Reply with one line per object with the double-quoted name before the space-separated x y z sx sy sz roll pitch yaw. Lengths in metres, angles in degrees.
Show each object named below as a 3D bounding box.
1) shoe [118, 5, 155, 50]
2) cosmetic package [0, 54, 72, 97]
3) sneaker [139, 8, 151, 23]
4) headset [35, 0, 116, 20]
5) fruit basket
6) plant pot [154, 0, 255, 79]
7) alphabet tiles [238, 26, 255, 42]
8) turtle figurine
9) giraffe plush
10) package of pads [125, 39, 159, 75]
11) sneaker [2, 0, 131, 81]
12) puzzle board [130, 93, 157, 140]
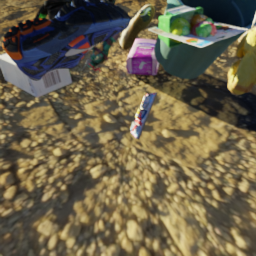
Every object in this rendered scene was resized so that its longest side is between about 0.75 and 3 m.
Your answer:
"shoe" 0.229 -3.647 10.003 0.674 1.927 0.514 -9 63 -42
"cosmetic package" -2.703 -1.668 7.970 1.123 0.789 2.214 -31 38 -32
"sneaker" 0.524 -3.434 8.553 0.298 0.339 0.801 -7 29 24
"headset" -1.752 -3.366 8.972 1.834 2.970 1.396 59 28 1
"fruit basket" 1.508 -2.209 6.176 1.509 0.764 1.629 -25 35 -26
"plant pot" 2.192 -3.161 8.912 2.778 2.721 2.778 5 64 -11
"alphabet tiles" 4.146 -3.875 9.499 0.093 2.936 2.443 -2 56 7
"turtle figurine" -0.894 -2.292 8.318 1.503 0.757 1.125 -48 47 5
"giraffe plush" 2.967 -1.371 5.590 1.413 1.743 1.504 17 36 7
"package of pads" 0.781 -3.300 12.868 1.379 0.866 2.288 5 39 11
"sneaker" -1.106 -1.785 5.584 2.608 1.023 0.982 -27 61 -18
"puzzle board" 0.228 -0.228 4.747 0.089 0.768 1.019 21 3 -7
